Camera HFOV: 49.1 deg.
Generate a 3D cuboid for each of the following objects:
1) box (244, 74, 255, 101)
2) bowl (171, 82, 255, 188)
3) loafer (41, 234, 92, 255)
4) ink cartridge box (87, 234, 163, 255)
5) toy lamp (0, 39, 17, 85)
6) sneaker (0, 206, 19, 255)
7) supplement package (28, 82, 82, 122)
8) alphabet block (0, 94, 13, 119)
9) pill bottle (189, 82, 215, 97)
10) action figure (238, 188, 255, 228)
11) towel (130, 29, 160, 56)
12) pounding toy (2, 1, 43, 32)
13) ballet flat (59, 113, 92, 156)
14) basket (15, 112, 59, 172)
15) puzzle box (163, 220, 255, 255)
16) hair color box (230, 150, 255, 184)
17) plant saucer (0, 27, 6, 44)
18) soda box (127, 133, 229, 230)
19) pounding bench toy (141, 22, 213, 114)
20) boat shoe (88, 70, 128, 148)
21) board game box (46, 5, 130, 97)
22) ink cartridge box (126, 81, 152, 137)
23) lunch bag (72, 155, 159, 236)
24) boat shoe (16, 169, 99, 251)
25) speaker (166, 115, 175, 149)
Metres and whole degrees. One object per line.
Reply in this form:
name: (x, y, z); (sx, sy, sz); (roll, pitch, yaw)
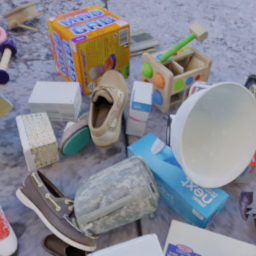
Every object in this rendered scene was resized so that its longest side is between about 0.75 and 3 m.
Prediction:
box: (4.481, -0.934, 8.622); (1.762, 0.927, 2.152); (25, 21, 22)
bowl: (1.811, 0.095, 6.406); (2.326, 2.326, 1.045); (-22, 21, -20)
loafer: (-1.329, 2.596, 6.100); (1.240, 0.440, 0.453); (14, 53, 13)
ink cartridge box: (0.201, 3.072, 4.232); (1.089, 2.490, 1.809); (-15, 48, -10)
toy lamp: (-4.917, -2.768, 11.229); (0.734, 0.734, 2.521); (-7, 45, -7)
sneaker: (-3.007, 2.139, 6.299); (0.522, 0.837, 1.562); (-26, 51, -24)
supplement package: (-2.384, -0.888, 9.308); (1.451, 0.804, 1.130); (2, 46, 1)
alphabet block: (-4.261, -0.692, 7.014); (1.586, 1.594, 1.624); (38, 78, 21)
pill bottle: (2.544, -0.917, 8.307); (0.757, 0.757, 1.368); (-29, 30, -26)
action figure: (3.714, 1.520, 5.703); (1.722, 2.646, 0.918); (40, 41, -17)
towel: (0.253, -3.820, 12.624); (1.891, 0.327, 1.820); (-20, 46, -16)
pounding toy: (-5.136, -5.185, 13.712); (1.344, 1.348, 2.350); (-10, 28, 31)
ballet flat: (-1.365, 0.026, 8.489); (0.798, 0.808, 2.374); (27, 41, 27)
basket: (-2.579, 0.351, 8.002); (0.887, 0.975, 1.438); (-14, 47, -19)
puzzle box: (1.587, 2.692, 5.444); (1.911, 0.243, 1.271); (10, 66, 30)
hair color box: (2.426, 0.985, 7.356); (1.673, 0.928, 0.535); (4, 51, 4)
plant saucer: (-6.600, -3.667, 12.163); (2.579, 0.654, 2.579); (0, 46, 0)
soda box: (1.136, 1.298, 7.129); (0.892, 0.844, 2.630); (-31, 54, -27)
pounding bench toy: (1.486, -2.070, 9.286); (1.949, 2.499, 1.553); (-22, 49, -21)
boat shoe: (-0.585, -0.802, 8.161); (0.989, 0.895, 2.774); (-7, 53, 12)
board game box: (-1.402, -2.898, 10.340); (2.143, 2.145, 2.143); (-28, 52, -25)
ink cartridge box: (0.319, -0.563, 8.555); (0.580, 1.370, 0.990); (8, 45, -2)
lunch bag: (-0.245, 1.490, 6.053); (1.771, 1.485, 1.234); (-25, 89, 4)
boat shoe: (-1.571, 1.838, 6.457); (2.428, 0.872, 0.723); (30, 86, 27)
speaker: (2.598, 0.282, 7.873); (2.963, 1.203, 1.203); (2, 45, 3)
